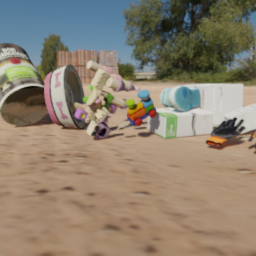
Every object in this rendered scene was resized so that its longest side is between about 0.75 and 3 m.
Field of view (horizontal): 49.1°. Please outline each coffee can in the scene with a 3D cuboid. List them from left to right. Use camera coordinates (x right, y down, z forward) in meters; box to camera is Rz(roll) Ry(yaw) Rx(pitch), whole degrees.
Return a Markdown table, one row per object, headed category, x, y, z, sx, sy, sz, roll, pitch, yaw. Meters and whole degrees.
| category | x | y | z | sx | sy | sz | roll | pitch | yaw |
| --- | --- | --- | --- | --- | --- | --- | --- | --- | --- |
| coffee can | -4.590 | -1.788 | 11.466 | 2.078 | 2.078 | 2.840 | -9 | 51 | -40 |

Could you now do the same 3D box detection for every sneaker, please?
| category | x | y | z | sx | sy | sz | roll | pitch | yaw |
| --- | --- | --- | --- | --- | --- | --- | --- | --- | --- |
| sneaker | 1.586 | -1.047 | 10.095 | 1.450 | 0.884 | 2.222 | 3 | 4 | 34 |

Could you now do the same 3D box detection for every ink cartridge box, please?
| category | x | y | z | sx | sy | sz | roll | pitch | yaw |
| --- | --- | --- | --- | --- | --- | --- | --- | --- | --- |
| ink cartridge box | 1.839 | -0.228 | 9.940 | 1.915 | 0.807 | 1.399 | -4 | 15 | -20 |
| ink cartridge box | 3.414 | -1.000 | 11.590 | 1.597 | 1.604 | 2.187 | -4 | 10 | -12 |

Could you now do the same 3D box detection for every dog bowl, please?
| category | x | y | z | sx | sy | sz | roll | pitch | yaw |
| --- | --- | --- | --- | --- | --- | --- | --- | --- | --- |
| dog bowl | -2.402 | -1.141 | 10.816 | 0.911 | 2.471 | 2.471 | -8 | 10 | 7 |

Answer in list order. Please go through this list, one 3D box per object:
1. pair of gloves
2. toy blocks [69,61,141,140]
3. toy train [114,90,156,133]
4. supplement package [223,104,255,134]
| category | x | y | z | sx | sy | sz | roll | pitch | yaw |
| --- | --- | --- | --- | --- | --- | --- | --- | --- | --- |
| pair of gloves | 3.332 | 0.175 | 7.902 | 1.907 | 0.236 | 1.699 | 7 | 30 | 38 |
| toy blocks | -0.616 | -0.841 | 9.854 | 1.914 | 2.124 | 2.273 | 20 | 15 | -41 |
| toy train | 0.112 | -0.499 | 8.710 | 1.540 | 0.891 | 0.652 | -31 | 46 | -13 |
| supplement package | 4.079 | -0.297 | 9.783 | 1.204 | 0.704 | 0.706 | -20 | 9 | 6 |
